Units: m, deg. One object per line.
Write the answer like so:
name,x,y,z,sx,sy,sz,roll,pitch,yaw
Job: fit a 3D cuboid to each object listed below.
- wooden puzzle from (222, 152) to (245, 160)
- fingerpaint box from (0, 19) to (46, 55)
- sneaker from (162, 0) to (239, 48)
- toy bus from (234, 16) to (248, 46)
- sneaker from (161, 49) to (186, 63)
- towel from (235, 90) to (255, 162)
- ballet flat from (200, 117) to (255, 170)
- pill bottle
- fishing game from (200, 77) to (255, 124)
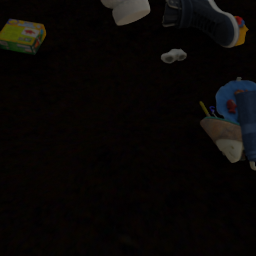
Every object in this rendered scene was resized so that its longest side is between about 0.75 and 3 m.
wooden puzzle,3.153,0.718,8.202,0.801,0.056,0.475,2,59,1
fingerpaint box,-3.928,-3.390,10.394,1.370,0.503,1.143,11,61,6
sneaker,2.462,-3.846,10.184,2.145,1.128,2.968,-9,49,-18
toy bus,3.884,-3.719,10.306,0.718,1.016,1.059,-14,59,-6
sneaker,1.585,-2.620,10.068,0.938,0.365,0.466,-10,53,-16
towel,2.906,-0.053,6.278,0.885,0.385,1.584,-3,79,-12
ballet flat,3.343,0.578,7.737,2.944,1.002,0.990,19,72,8
pill bottle,-0.291,-4.304,7.823,1.422,1.422,2.533,-23,98,-13
fishing game,3.824,-0.772,8.872,2.885,0.448,2.066,-14,64,-7
